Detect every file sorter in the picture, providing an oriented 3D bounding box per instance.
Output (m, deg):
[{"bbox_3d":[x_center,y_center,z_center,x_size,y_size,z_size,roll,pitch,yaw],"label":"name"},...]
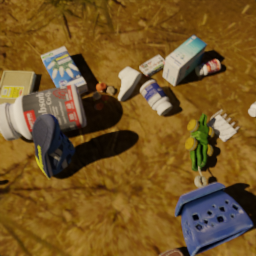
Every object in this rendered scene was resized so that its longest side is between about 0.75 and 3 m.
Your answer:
[{"bbox_3d":[3.515,-0.097,10.336,0.641,0.575,0.923,-35,70,-15],"label":"file sorter"}]

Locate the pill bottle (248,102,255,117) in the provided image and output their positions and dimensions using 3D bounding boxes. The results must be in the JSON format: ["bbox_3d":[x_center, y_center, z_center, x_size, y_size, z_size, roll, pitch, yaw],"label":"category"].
[{"bbox_3d":[5.012,-0.792,10.724,0.827,0.459,0.459,-37,70,-15],"label":"pill bottle"}]

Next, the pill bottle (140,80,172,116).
[{"bbox_3d":[1.085,-1.128,10.684,0.737,0.737,1.273,-31,75,-14],"label":"pill bottle"}]

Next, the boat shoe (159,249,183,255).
[{"bbox_3d":[0.809,4.374,8.101,2.178,0.782,0.825,-38,70,-16],"label":"boat shoe"}]

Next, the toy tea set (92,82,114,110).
[{"bbox_3d":[-1.082,-1.248,11.052,0.706,0.439,1.187,36,63,-16],"label":"toy tea set"}]

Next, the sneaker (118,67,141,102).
[{"bbox_3d":[-0.139,-1.746,11.051,0.769,0.490,1.331,37,96,25],"label":"sneaker"}]

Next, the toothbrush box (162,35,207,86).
[{"bbox_3d":[2.227,-2.670,11.186,1.675,1.226,0.714,-40,71,-18],"label":"toothbrush box"}]

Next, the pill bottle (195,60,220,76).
[{"bbox_3d":[3.259,-2.443,11.485,0.910,0.499,0.499,-19,66,-9],"label":"pill bottle"}]

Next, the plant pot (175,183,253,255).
[{"bbox_3d":[2.386,2.701,8.445,1.717,1.717,1.544,-19,59,-9],"label":"plant pot"}]

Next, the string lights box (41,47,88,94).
[{"bbox_3d":[-2.569,-2.187,11.288,1.071,0.615,2.085,-27,68,-12],"label":"string lights box"}]

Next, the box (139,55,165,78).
[{"bbox_3d":[1.052,-2.594,11.728,1.035,0.180,0.570,-33,69,-14],"label":"box"}]

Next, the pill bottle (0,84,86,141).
[{"bbox_3d":[-3.004,-0.487,9.950,2.778,1.609,1.609,-14,66,-6],"label":"pill bottle"}]

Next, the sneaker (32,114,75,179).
[{"bbox_3d":[-2.342,0.494,8.975,1.128,2.744,1.014,-24,59,-31],"label":"sneaker"}]

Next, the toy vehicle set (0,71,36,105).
[{"bbox_3d":[-4.499,-1.354,11.092,1.252,0.267,2.015,3,65,1],"label":"toy vehicle set"}]

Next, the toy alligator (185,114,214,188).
[{"bbox_3d":[2.416,0.782,9.834,0.925,0.671,2.792,24,61,-18],"label":"toy alligator"}]
